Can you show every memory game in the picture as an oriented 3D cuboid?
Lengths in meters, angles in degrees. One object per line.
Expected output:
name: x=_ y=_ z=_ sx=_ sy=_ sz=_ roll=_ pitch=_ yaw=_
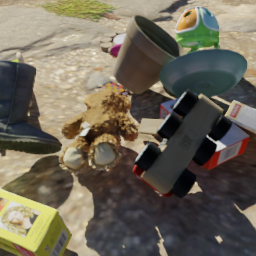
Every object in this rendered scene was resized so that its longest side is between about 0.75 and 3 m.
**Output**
memory game: x=0.048 y=-3.494 z=11.326 sx=2.472 sy=0.157 sz=2.472 roll=-1 pitch=42 yaw=0

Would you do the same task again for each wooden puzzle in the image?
wooden puzzle: x=-0.484 y=-1.185 z=8.784 sx=1.068 sy=0.075 sz=0.634 roll=26 pitch=48 yaw=26

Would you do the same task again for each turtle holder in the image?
turtle holder: x=2.594 y=-3.424 z=9.851 sx=1.960 sy=1.392 sz=1.489 roll=-5 pitch=7 yaw=-16

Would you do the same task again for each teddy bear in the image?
teddy bear: x=-0.635 y=0.106 z=6.338 sx=1.832 sy=0.844 sz=2.527 roll=-23 pitch=33 yaw=4

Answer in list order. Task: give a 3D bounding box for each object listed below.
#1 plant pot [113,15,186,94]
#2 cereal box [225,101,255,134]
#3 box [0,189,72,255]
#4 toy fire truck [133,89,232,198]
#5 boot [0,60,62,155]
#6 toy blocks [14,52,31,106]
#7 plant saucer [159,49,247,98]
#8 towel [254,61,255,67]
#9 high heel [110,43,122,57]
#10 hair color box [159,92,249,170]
plant pot: x=0.469 y=-1.977 z=8.219 sx=1.952 sy=1.693 sz=1.952 roll=28 pitch=33 yaw=-20
cereal box: x=3.513 y=0.189 z=6.214 sx=2.426 sy=0.479 sz=1.745 roll=32 pitch=11 yaw=30
box: x=-2.497 y=1.516 z=4.929 sx=2.901 sy=1.092 sz=0.727 roll=14 pitch=51 yaw=15
toy fire truck: x=0.795 y=0.333 z=6.066 sx=1.443 sy=2.243 sz=1.974 roll=36 pitch=77 yaw=2
boot: x=-2.456 y=-0.511 z=6.731 sx=1.937 sy=0.773 sz=2.130 roll=13 pitch=57 yaw=-21
toy blocks: x=-4.375 y=-1.203 z=8.110 sx=2.762 sy=1.003 sz=2.302 roll=-13 pitch=44 yaw=-14
plant saucer: x=2.010 y=-1.297 z=7.559 sx=2.313 sy=2.313 sz=0.416 roll=-1 pitch=71 yaw=-1
towel: x=5.935 y=-1.895 z=9.438 sx=2.620 sy=0.307 sz=1.999 roll=-11 pitch=43 yaw=-13
high heel: x=0.308 y=-2.566 z=9.939 sx=1.885 sy=0.635 sz=0.904 roll=8 pitch=31 yaw=-10
hair color box: x=1.812 y=-0.004 z=7.030 sx=1.127 sy=0.649 sz=2.032 roll=-21 pitch=47 yaw=-20
